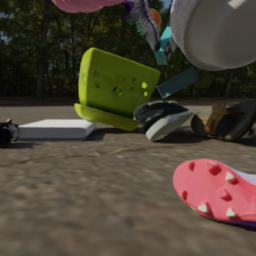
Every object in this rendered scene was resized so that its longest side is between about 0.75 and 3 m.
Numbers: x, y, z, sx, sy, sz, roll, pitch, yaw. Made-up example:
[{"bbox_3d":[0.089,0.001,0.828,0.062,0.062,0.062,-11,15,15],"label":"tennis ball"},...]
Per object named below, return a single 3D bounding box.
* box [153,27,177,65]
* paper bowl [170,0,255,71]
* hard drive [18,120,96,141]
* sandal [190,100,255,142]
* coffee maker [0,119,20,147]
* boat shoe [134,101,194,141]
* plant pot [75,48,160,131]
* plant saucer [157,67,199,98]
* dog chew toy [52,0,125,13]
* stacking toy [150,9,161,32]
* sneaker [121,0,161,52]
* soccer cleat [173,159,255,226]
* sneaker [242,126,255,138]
[{"bbox_3d":[1.777,-3.752,12.707,0.465,0.779,1.893,5,52,31],"label":"box"},{"bbox_3d":[2.412,-2.430,6.287,2.677,2.677,1.392,-3,49,-25],"label":"paper bowl"},{"bbox_3d":[-1.937,0.019,8.150,1.772,0.341,2.686,0,5,-1],"label":"hard drive"},{"bbox_3d":[2.235,-0.273,7.069,0.688,1.030,2.521,26,-6,-18],"label":"sandal"},{"bbox_3d":[-2.877,0.175,6.175,0.798,0.560,0.831,-20,7,-6],"label":"coffee maker"},{"bbox_3d":[1.046,-0.358,7.698,1.040,0.830,2.751,-43,-13,20],"label":"boat shoe"},{"bbox_3d":[-0.574,-1.158,9.404,2.328,2.112,2.316,15,2,-17],"label":"plant pot"},{"bbox_3d":[1.156,-1.044,6.551,0.937,0.328,0.089,-27,-5,13],"label":"plant saucer"},{"bbox_3d":[-0.879,-3.271,5.968,1.648,1.648,2.646,-4,4,-38],"label":"dog chew toy"},{"bbox_3d":[0.941,-4.104,11.604,1.130,1.130,1.546,-1,45,-9],"label":"stacking toy"},{"bbox_3d":[0.434,-3.622,9.970,0.969,2.213,0.824,-17,-12,-7],"label":"sneaker"},{"bbox_3d":[1.057,0.588,2.315,1.488,0.496,0.569,3,-16,46],"label":"soccer cleat"},{"bbox_3d":[3.130,0.050,7.719,0.779,0.586,1.564,30,18,28],"label":"sneaker"}]
